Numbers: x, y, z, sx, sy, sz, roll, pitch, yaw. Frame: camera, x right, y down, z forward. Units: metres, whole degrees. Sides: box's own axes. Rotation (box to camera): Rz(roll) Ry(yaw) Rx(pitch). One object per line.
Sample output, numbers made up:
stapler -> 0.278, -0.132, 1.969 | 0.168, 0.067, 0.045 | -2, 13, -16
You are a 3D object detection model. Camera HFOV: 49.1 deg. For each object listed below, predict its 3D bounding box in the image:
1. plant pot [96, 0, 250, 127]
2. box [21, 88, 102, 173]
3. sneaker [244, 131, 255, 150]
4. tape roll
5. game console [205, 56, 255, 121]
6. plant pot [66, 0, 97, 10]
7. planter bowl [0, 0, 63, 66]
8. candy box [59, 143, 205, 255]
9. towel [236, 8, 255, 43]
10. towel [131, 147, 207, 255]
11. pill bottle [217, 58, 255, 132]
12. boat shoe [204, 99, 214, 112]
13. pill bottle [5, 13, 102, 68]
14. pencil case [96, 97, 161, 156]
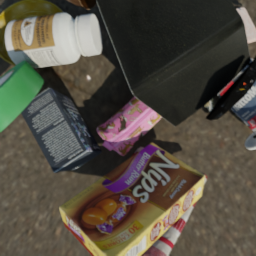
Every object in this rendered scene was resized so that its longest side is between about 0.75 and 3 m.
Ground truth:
plant pot -> 1.377, -2.161, 7.178 | 2.627, 2.961, 2.954 | -27, 66, 18
box -> -1.743, 0.104, 7.474 | 1.023, 1.418, 1.910 | -32, 81, 5
sneaker -> 3.708, 0.244, 7.290 | 1.257, 0.703, 0.459 | -42, 42, 18
tape roll -> -3.025, -0.461, 6.245 | 2.507, 2.507, 0.602 | -45, 117, -10
game console -> 3.022, -1.382, 7.147 | 0.338, 1.655, 2.806 | 38, 66, 7
plant pot -> -1.519, -3.902, 7.582 | 1.203, 1.124, 1.124 | 20, 76, 21
planter bowl -> -2.946, -2.792, 8.961 | 2.364, 0.985, 2.364 | 0, 76, 1
candy box -> 0.185, 1.624, 6.225 | 2.871, 0.811, 1.675 | -32, 46, -31
towel -> 3.639, -3.372, 9.511 | 1.260, 0.213, 1.320 | -18, 76, -4
towel -> 0.462, 1.831, 7.037 | 2.152, 0.340, 2.988 | 23, 50, 24
pill bottle -> 3.472, -1.182, 8.301 | 1.455, 1.455, 2.433 | -40, 78, -9
boat shoe -> 2.527, -0.727, 8.809 | 0.269, 0.294, 0.787 | -1, 67, 4
pill bottle -> -1.815, -2.203, 7.039 | 2.141, 1.224, 1.224 | -4, 75, 11
pencil case -> 0.448, -0.460, 7.855 | 2.869, 1.241, 1.188 | -42, 59, 6
